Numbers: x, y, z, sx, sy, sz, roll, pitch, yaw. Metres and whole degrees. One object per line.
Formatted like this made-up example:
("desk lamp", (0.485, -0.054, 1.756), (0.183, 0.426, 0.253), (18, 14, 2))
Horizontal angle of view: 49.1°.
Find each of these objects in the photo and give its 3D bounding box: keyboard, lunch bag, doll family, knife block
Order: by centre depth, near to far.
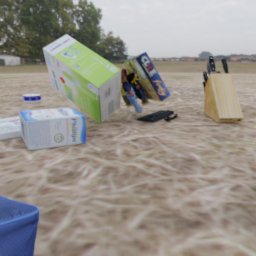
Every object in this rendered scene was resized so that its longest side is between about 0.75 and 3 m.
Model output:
("lunch bag", (-1.597, 1.205, 2.382), (1.729, 1.144, 1.174), (7, 0, 31))
("doll family", (-0.009, -1.538, 10.672), (1.099, 1.619, 2.800), (-31, 23, -12))
("knife block", (3.648, -1.626, 11.051), (0.890, 2.441, 2.781), (-1, 14, 0))
("keyboard", (1.322, -0.483, 11.126), (1.282, 0.208, 2.017), (8, 17, 30))

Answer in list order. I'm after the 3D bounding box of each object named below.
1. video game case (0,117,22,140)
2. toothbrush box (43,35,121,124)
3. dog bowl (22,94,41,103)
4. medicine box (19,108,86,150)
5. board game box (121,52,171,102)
("video game case", (-3.857, -0.018, 9.091), (2.179, 0.258, 1.983), (-10, 17, -37))
("toothbrush box", (-1.572, -1.703, 9.879), (2.639, 1.922, 1.136), (38, 61, 20))
("dog bowl", (-5.254, -1.611, 15.294), (0.962, 0.379, 0.962), (0, 14, 0))
("medicine box", (-2.173, -0.031, 7.992), (1.579, 0.813, 1.438), (-7, 16, -26))
("board game box", (0.618, -1.941, 10.955), (0.458, 1.791, 2.644), (-34, 14, -5))
